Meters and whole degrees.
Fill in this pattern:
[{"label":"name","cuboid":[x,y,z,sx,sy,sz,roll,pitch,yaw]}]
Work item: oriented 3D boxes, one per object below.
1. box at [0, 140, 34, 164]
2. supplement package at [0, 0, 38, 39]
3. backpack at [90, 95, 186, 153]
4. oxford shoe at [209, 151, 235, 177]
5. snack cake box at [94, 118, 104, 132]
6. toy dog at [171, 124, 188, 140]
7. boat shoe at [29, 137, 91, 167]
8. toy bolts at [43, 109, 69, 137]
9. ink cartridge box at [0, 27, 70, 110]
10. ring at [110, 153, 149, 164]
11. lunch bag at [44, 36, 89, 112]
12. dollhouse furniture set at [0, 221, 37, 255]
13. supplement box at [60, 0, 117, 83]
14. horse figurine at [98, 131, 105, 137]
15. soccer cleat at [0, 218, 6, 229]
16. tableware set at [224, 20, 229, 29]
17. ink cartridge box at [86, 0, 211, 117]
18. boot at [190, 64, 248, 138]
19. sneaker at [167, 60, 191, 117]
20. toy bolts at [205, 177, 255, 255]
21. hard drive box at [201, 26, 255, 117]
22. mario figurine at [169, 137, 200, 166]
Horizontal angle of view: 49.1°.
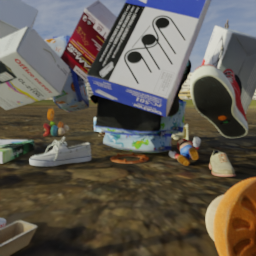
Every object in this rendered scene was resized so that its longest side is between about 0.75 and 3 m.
[{"label":"box","cuboid":[-4.369,0.748,9.319,1.653,0.416,2.291,0,8,4]},{"label":"supplement package","cuboid":[-3.298,-1.954,6.773,1.345,2.294,1.341,23,38,-23]},{"label":"backpack","cuboid":[0.560,-0.226,9.951,2.704,2.171,2.955,5,4,36]},{"label":"oxford shoe","cuboid":[2.407,0.926,7.299,0.501,0.522,1.415,0,7,-1]},{"label":"snack cake box","cuboid":[-1.001,-0.196,14.995,1.361,0.795,2.367,-1,1,-16]},{"label":"toy dog","cuboid":[2.213,0.194,12.863,1.062,0.741,1.029,-1,3,10]},{"label":"boat shoe","cuboid":[-1.979,0.662,8.358,1.877,0.800,0.693,-3,7,-28]},{"label":"toy bolts","cuboid":[-3.600,-0.165,14.188,1.012,1.394,1.460,7,25,-1]},{"label":"ink cartridge box","cuboid":[-2.218,-1.098,5.560,1.664,0.689,1.212,-10,-38,29]},{"label":"ring","cuboid":[0.039,0.945,8.918,1.232,0.118,1.232,-1,6,0]},{"label":"lunch bag","cuboid":[-1.943,-1.713,9.097,1.020,2.163,2.699,-10,-6,-5]},{"label":"dollhouse furniture set","cuboid":[-1.972,1.127,3.416,1.130,1.012,1.426,4,8,29]},{"label":"supplement box","cuboid":[-0.790,-1.824,6.169,1.666,0.907,0.507,-39,12,52]},{"label":"horse figurine","cuboid":[-1.008,0.317,13.507,0.733,0.276,1.106,2,-2,8]},{"label":"soccer cleat","cuboid":[-2.053,1.386,3.824,0.328,0.408,0.957,3,8,21]},{"label":"tableware set","cuboid":[3.265,-2.684,9.588,0.290,1.275,1.893,27,-3,22]},{"label":"ink cartridge box","cuboid":[0.516,-1.726,4.946,1.369,2.911,0.644,19,-21,13]},{"label":"boot","cuboid":[1.489,-0.719,4.592,0.599,1.194,1.654,-13,-37,33]},{"label":"sneaker","cuboid":[1.063,-1.230,7.253,1.097,1.043,2.768,6,-34,27]},{"label":"toy bolts","cuboid":[2.327,0.667,3.215,2.622,2.505,1.819,17,-10,-15]},{"label":"hard drive box","cuboid":[2.648,-1.529,7.554,1.010,2.049,2.629,16,24,2]},{"label":"mario figurine","cuboid":[1.737,0.637,8.708,0.933,0.801,1.511,0,8,7]}]
